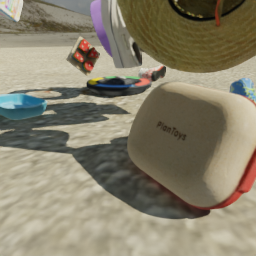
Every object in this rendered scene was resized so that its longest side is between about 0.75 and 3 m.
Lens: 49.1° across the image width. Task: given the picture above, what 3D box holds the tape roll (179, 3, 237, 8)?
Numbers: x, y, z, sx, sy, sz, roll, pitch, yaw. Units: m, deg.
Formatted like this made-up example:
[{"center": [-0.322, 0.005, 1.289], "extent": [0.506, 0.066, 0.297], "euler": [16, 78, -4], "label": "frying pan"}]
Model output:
[{"center": [1.602, -2.830, 5.757], "extent": [1.955, 1.955, 0.470], "euler": [-9, 38, -24], "label": "tape roll"}]

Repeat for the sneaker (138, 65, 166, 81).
[{"center": [1.219, -2.862, 14.357], "extent": [1.041, 0.649, 1.942], "euler": [11, 25, 22], "label": "sneaker"}]

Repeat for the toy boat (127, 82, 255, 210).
[{"center": [1.179, 0.257, 4.631], "extent": [1.651, 1.648, 2.525], "euler": [24, 4, -35], "label": "toy boat"}]

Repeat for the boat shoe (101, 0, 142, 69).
[{"center": [-0.062, -2.026, 5.828], "extent": [0.698, 2.124, 0.764], "euler": [3, 56, 11], "label": "boat shoe"}]

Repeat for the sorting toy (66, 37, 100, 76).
[{"center": [-1.171, -1.977, 7.724], "extent": [0.770, 0.775, 0.270], "euler": [36, -18, -37], "label": "sorting toy"}]

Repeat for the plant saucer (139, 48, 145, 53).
[{"center": [0.788, -2.909, 7.439], "extent": [1.939, 1.939, 0.286], "euler": [-12, 50, -30], "label": "plant saucer"}]

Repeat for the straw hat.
[{"center": [1.311, -2.336, 4.422], "extent": [2.842, 2.842, 1.203], "euler": [5, 27, 15], "label": "straw hat"}]

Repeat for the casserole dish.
[{"center": [-3.327, -0.653, 8.404], "extent": [2.107, 0.409, 1.276], "euler": [17, 26, 42], "label": "casserole dish"}]

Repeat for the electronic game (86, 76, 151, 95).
[{"center": [-0.374, -1.828, 11.534], "extent": [2.670, 0.556, 2.670], "euler": [0, 19, 0], "label": "electronic game"}]

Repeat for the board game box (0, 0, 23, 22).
[{"center": [-2.345, -1.976, 3.728], "extent": [1.531, 0.390, 2.277], "euler": [15, 11, -18], "label": "board game box"}]

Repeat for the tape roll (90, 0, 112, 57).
[{"center": [-0.545, -3.342, 9.312], "extent": [0.614, 1.870, 1.870], "euler": [-17, 15, 16], "label": "tape roll"}]

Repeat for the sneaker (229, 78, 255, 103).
[{"center": [3.288, -0.839, 7.943], "extent": [0.757, 1.050, 1.998], "euler": [-2, 19, -6], "label": "sneaker"}]
